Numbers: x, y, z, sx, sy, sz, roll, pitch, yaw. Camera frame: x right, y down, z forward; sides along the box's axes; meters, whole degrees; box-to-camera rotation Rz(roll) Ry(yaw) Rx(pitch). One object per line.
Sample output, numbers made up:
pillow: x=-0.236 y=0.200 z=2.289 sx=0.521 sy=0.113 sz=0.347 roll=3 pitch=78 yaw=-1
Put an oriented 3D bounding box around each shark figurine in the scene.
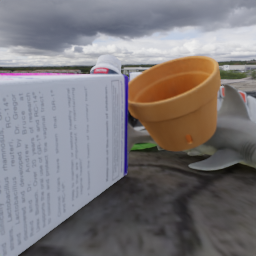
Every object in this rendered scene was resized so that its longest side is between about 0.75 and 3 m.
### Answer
shark figurine: x=1.230 y=-0.066 z=4.599 sx=3.170 sy=1.323 sz=1.894 roll=8 pitch=11 yaw=26

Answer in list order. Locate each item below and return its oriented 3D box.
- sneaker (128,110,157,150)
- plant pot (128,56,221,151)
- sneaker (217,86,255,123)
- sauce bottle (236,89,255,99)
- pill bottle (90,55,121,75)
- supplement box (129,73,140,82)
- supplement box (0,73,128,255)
sneaker: x=-0.255 y=-0.238 z=5.553 sx=2.287 sy=0.958 sz=0.878 roll=18 pitch=23 yaw=9
plant pot: x=0.740 y=-0.331 z=4.277 sx=1.433 sy=1.003 sz=1.433 roll=-18 pitch=30 yaw=11
sneaker: x=1.560 y=-0.347 z=6.454 sx=3.000 sy=1.156 sz=1.228 roll=8 pitch=2 yaw=17
sauce bottle: x=3.580 y=-1.174 z=10.789 sx=2.709 sy=0.894 sz=0.894 roll=-1 pitch=12 yaw=4
pill bottle: x=-0.778 y=-1.416 z=9.131 sx=1.092 sy=1.826 sz=1.092 roll=8 pitch=-26 yaw=4
supplement box: x=1.162 y=-1.488 z=11.079 sx=1.374 sy=1.403 sz=2.715 roll=-4 pitch=11 yaw=-22
supplement box: x=-1.253 y=0.186 z=2.908 sx=1.453 sy=1.484 sz=2.872 roll=7 pitch=15 yaw=25
